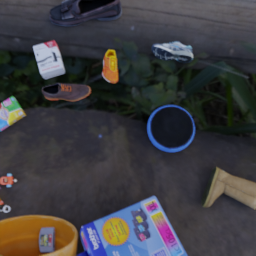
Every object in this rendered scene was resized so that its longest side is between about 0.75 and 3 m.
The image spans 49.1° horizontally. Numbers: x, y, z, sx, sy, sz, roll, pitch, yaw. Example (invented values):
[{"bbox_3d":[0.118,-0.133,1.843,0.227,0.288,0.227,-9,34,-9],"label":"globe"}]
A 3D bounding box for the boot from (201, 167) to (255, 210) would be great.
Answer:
[{"bbox_3d":[3.481,2.267,9.330,1.718,0.568,1.504,25,79,4],"label":"boot"}]

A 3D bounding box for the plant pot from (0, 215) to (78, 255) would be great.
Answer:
[{"bbox_3d":[-2.894,4.210,8.048,2.684,2.684,2.457,5,94,1],"label":"plant pot"}]

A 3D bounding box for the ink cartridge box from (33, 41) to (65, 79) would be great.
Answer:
[{"bbox_3d":[-2.914,-2.503,10.345,0.842,0.489,1.167,-18,79,-4],"label":"ink cartridge box"}]

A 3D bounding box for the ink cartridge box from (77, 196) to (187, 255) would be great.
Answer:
[{"bbox_3d":[-0.119,3.516,8.108,2.939,1.122,2.005,-18,60,-22],"label":"ink cartridge box"}]

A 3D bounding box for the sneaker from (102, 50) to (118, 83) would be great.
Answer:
[{"bbox_3d":[-0.591,-2.039,9.232,0.521,0.550,1.427,3,52,-21],"label":"sneaker"}]

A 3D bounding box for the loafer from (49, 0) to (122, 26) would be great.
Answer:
[{"bbox_3d":[-1.644,-4.554,10.564,2.812,0.886,1.011,-6,78,-1],"label":"loafer"}]

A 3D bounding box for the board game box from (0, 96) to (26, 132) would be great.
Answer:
[{"bbox_3d":[-4.371,-0.504,10.071,1.073,0.216,0.821,-35,80,-7],"label":"board game box"}]

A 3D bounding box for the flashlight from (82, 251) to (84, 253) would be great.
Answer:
[{"bbox_3d":[-0.113,4.369,8.741,2.825,0.956,0.960,17,41,-1],"label":"flashlight"}]

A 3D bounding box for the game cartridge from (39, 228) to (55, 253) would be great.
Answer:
[{"bbox_3d":[-2.604,3.596,8.965,0.507,0.156,0.762,-8,75,16],"label":"game cartridge"}]

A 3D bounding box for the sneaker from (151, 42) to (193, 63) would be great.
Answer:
[{"bbox_3d":[1.646,-2.900,10.459,1.565,0.607,0.675,13,67,-4],"label":"sneaker"}]

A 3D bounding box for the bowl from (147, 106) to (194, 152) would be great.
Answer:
[{"bbox_3d":[1.526,0.008,9.908,1.696,0.333,1.696,0,79,0],"label":"bowl"}]

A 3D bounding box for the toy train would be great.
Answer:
[{"bbox_3d":[-4.336,2.197,9.441,0.969,0.359,1.291,1,78,0],"label":"toy train"}]

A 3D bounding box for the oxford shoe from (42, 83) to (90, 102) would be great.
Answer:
[{"bbox_3d":[-2.218,-1.302,10.027,1.714,0.622,0.610,-7,78,-1],"label":"oxford shoe"}]
